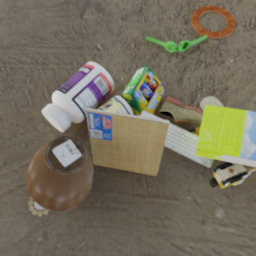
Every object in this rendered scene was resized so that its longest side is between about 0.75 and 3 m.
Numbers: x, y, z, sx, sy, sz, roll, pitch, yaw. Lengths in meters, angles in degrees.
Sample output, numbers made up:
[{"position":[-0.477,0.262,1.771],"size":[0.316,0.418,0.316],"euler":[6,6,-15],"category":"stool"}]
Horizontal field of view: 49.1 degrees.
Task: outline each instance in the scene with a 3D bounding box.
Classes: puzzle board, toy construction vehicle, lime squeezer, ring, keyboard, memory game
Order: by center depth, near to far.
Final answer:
[{"position":[-0.055,0.512,8.521],"size":[2.232,2.962,0.258],"euler":[10,54,5],"category":"puzzle board"},{"position":[-2.848,2.461,9.189],"size":[0.872,0.056,0.872],"euler":[0,65,-1],"category":"memory game"},{"position":[1.565,0.351,9.226],"size":[2.768,0.148,0.779],"euler":[26,82,7],"category":"keyboard"},{"position":[3.176,0.890,9.583],"size":[2.641,0.930,2.299],"euler":[-21,55,-12],"category":"toy construction vehicle"},{"position":[2.109,-3.550,11.894],"size":[2.619,0.494,0.925],"euler":[-2,34,0],"category":"lime squeezer"},{"position":[3.826,-4.806,12.546],"size":[1.962,0.188,1.962],"euler":[0,65,0],"category":"ring"}]

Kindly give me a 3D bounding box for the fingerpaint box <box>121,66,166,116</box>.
[{"position":[0.597,-1.292,10.206],"size":[1.244,0.547,1.491],"euler":[48,56,-27],"category":"fingerpaint box"}]

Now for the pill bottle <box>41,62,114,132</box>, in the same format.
[{"position":[-1.808,-1.073,10.084],"size":[1.410,1.410,2.530],"euler":[38,70,16],"category":"pill bottle"}]

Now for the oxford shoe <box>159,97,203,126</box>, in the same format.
[{"position":[2.054,-0.357,10.010],"size":[2.050,0.722,0.767],"euler":[29,73,32],"category":"oxford shoe"}]

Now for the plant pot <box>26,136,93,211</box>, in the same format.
[{"position":[-1.929,1.160,8.282],"size":[2.158,2.309,2.158],"euler":[7,63,-14],"category":"plant pot"}]

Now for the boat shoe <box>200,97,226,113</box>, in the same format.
[{"position":[3.437,0.038,9.596],"size":[0.906,0.772,2.709],"euler":[-33,58,9],"category":"boat shoe"}]

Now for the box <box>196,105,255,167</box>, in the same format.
[{"position":[3.545,0.285,8.546],"size":[2.656,0.633,1.620],"euler":[10,69,18],"category":"box"}]

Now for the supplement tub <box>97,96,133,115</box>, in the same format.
[{"position":[-0.640,-0.357,9.904],"size":[1.412,1.024,1.024],"euler":[-39,71,-15],"category":"supplement tub"}]
